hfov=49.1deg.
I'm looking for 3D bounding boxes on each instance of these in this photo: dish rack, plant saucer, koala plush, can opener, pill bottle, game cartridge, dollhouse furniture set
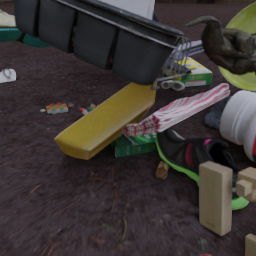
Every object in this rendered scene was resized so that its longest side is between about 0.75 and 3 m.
[{"bbox_3d":[-0.046,-1.305,4.093,2.104,0.748,2.743,29,22,17],"label":"dish rack"},{"bbox_3d":[3.565,-2.099,7.170,2.518,2.518,0.391,29,8,41],"label":"plant saucer"},{"bbox_3d":[2.839,-0.570,8.479,0.962,1.047,0.928,-12,32,-19],"label":"koala plush"},{"bbox_3d":[-5.785,-2.075,11.856,2.052,0.540,0.682,-16,-2,-29],"label":"can opener"},{"bbox_3d":[3.724,0.215,6.338,1.787,1.787,2.989,-21,34,-33],"label":"pill bottle"},{"bbox_3d":[1.785,-2.540,9.382,2.358,0.453,1.529,-25,15,-32],"label":"game cartridge"},{"bbox_3d":[2.277,1.372,4.872,1.284,1.498,1.575,-13,17,-31],"label":"dollhouse furniture set"},{"bbox_3d":[-0.402,-0.077,6.431,2.431,0.589,2.430,-37,-3,-13],"label":"plant saucer"}]

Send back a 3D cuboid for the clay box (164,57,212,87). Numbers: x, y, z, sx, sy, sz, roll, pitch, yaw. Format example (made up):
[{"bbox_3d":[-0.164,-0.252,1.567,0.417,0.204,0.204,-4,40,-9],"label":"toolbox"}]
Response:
[{"bbox_3d":[2.480,-2.565,12.485,1.447,0.599,2.518,-6,30,-11],"label":"clay box"}]

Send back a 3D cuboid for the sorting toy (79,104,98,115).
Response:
[{"bbox_3d":[-0.694,-0.392,8.249,1.054,0.370,2.187,14,9,-27],"label":"sorting toy"}]

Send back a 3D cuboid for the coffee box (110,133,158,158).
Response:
[{"bbox_3d":[0.307,0.293,7.650,1.590,0.350,0.978,-8,30,-14],"label":"coffee box"}]

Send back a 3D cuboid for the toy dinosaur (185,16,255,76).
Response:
[{"bbox_3d":[1.914,-1.263,4.712,2.723,1.048,1.393,-6,23,-23],"label":"toy dinosaur"}]

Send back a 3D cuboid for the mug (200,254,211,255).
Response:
[{"bbox_3d":[0.481,2.443,3.055,1.757,1.172,1.560,-14,30,-18],"label":"mug"}]

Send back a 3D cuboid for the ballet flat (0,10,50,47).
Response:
[{"bbox_3d":[-3.227,-2.984,8.243,0.953,0.953,2.743,15,17,24],"label":"ballet flat"}]

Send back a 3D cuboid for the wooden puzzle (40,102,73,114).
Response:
[{"bbox_3d":[-2.453,-0.683,9.675,1.128,0.079,0.669,-10,31,-18],"label":"wooden puzzle"}]

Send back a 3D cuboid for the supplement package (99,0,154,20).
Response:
[{"bbox_3d":[-0.049,-2.458,4.862,1.013,1.300,0.721,12,29,10],"label":"supplement package"}]

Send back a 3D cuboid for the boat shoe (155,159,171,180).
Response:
[{"bbox_3d":[0.828,0.908,6.631,0.287,0.280,0.759,10,31,17],"label":"boat shoe"}]

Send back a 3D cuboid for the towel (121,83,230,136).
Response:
[{"bbox_3d":[0.761,-0.312,5.336,1.495,0.306,2.042,-27,4,-17],"label":"towel"}]

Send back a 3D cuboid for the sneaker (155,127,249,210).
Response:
[{"bbox_3d":[1.632,0.610,6.147,1.008,1.100,2.627,-2,29,-39],"label":"sneaker"}]

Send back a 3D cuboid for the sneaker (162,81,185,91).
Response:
[{"bbox_3d":[1.861,-1.773,11.354,0.928,0.362,0.461,13,29,21],"label":"sneaker"}]

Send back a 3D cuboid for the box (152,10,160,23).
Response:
[{"bbox_3d":[-0.310,-4.539,10.392,1.558,2.987,2.210,-40,46,3],"label":"box"}]
